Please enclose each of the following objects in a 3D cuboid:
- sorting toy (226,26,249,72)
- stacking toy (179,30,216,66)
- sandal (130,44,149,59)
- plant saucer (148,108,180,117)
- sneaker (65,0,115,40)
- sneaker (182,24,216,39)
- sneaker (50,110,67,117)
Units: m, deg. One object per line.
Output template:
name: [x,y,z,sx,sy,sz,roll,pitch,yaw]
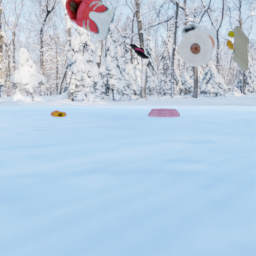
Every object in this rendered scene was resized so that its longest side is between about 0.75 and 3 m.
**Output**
sorting toy: [3.035,-2.280,7.793,0.183,1.019,1.368,-3,-17,43]
stacking toy: [2.226,-2.472,8.340,1.001,1.001,1.371,4,27,37]
sandal: [0.354,-2.465,8.854,0.324,0.195,0.864,-10,50,-40]
plant saucer: [1.620,-0.695,12.701,1.456,0.369,1.456,0,5,0]
sneaker: [-1.218,-3.334,7.928,1.168,1.059,2.750,18,16,-27]
sneaker: [2.263,-3.330,9.757,0.956,0.750,1.925,14,15,-16]
sneaker: [-3.085,-0.611,12.244,0.820,0.299,0.316,0,12,26]
